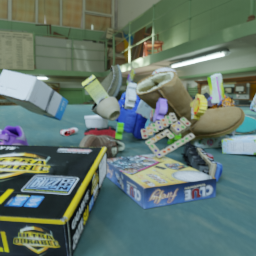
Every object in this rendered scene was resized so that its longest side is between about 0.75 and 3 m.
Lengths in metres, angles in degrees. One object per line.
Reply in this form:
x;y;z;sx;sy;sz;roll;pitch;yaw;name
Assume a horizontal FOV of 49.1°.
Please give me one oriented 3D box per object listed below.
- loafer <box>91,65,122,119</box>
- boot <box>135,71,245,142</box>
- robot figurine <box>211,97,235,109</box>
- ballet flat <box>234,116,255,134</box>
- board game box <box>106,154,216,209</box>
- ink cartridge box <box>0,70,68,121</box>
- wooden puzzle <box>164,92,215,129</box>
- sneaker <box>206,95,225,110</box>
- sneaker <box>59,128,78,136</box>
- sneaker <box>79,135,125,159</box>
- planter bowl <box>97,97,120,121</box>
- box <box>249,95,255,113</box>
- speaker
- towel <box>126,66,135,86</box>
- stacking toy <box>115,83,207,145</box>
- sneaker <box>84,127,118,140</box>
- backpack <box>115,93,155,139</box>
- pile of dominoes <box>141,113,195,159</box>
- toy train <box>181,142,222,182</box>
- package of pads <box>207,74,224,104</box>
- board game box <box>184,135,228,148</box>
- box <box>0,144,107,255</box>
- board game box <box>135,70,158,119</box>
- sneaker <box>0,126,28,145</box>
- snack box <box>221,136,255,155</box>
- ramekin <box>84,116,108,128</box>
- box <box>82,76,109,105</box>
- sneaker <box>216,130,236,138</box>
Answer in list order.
-1.025;-1.662;12.928;0.927;2.660;1.000;13;22;-20;loafer
1.945;-0.696;8.585;2.454;0.927;2.803;-22;-46;27;boot
3.311;-0.603;10.022;0.365;0.908;1.253;14;-28;-19;robot figurine
4.730;-0.107;13.278;2.718;0.944;0.944;-1;7;-8;ballet flat
0.513;1.005;5.885;1.503;0.384;2.218;-3;8;-22;board game box
-2.839;-0.930;8.381;1.281;0.751;1.749;16;-13;21;ink cartridge box
2.376;-0.539;11.149;2.321;1.377;0.163;-19;-36;8;wooden puzzle
2.946;-0.750;12.625;2.885;1.087;1.132;-32;-10;37;sneaker
-2.644;0.202;12.845;0.892;0.298;0.478;-9;12;-32;sneaker
-0.719;0.562;8.110;0.800;0.746;2.117;7;10;15;sneaker
-0.604;-0.590;9.723;0.813;0.813;0.547;-7;46;-43;planter bowl
4.746;-1.049;9.378;0.248;1.269;0.868;20;5;-42;box
1.724;-1.180;12.539;1.206;2.970;1.206;-1;-25;-1;speaker
0.127;-2.191;12.277;0.098;0.863;0.620;4;39;-20;towel
0.798;-0.167;8.299;2.092;0.652;2.775;9;-31;-7;stacking toy
-1.033;0.241;11.230;1.454;0.577;0.695;8;-6;-8;sneaker
0.273;-0.672;11.625;1.607;1.557;1.916;3;30;-29;backpack
0.944;0.103;6.825;1.206;0.192;0.940;-28;56;-21;pile of dominoes
1.825;0.830;7.118;0.676;0.504;2.952;13;7;4;toy train
3.084;-1.389;9.790;0.319;0.934;0.722;-3;16;35;package of pads
2.809;0.424;10.320;1.359;0.437;1.003;-2;10;-17;board game box
-1.820;0.908;4.211;2.664;0.657;2.127;1;20;8;box
1.105;-1.161;10.302;1.016;1.035;1.973;26;33;-2;board game box
-2.823;0.578;6.137;0.863;0.949;2.146;2;22;3;sneaker
3.906;0.529;8.962;1.442;0.488;1.216;-3;3;38;snack box
-1.759;-0.330;15.684;1.386;0.646;1.386;0;7;0;ramekin
-1.214;-1.367;12.132;0.664;1.764;0.442;-37;28;2;box
2.925;0.033;9.769;1.694;0.694;0.633;-7;-37;41;sneaker
